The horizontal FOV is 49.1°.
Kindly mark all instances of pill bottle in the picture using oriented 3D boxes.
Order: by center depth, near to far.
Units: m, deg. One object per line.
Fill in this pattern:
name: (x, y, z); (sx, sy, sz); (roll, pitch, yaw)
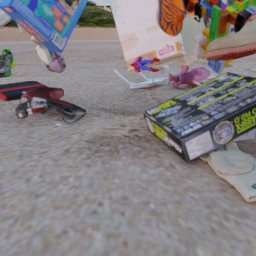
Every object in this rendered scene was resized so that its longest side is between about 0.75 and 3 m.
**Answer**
pill bottle: (3.268, -4.139, 10.050); (1.270, 1.270, 2.263); (-22, 67, -45)

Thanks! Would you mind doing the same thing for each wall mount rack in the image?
wall mount rack: (0.692, -2.507, 13.468); (2.225, 0.955, 2.561); (4, 18, 38)

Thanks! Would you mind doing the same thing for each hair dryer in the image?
hair dryer: (-2.578, -0.749, 9.554); (2.124, 0.758, 2.789); (8, 26, -15)

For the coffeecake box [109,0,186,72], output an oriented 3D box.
coffeecake box: (0.607, -3.066, 8.611); (1.724, 2.246, 0.821); (-14, 2, 25)

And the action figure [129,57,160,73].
action figure: (0.393, -1.771, 7.856); (0.348, 0.441, 1.348); (-1, 11, -25)

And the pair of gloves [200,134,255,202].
pair of gloves: (2.861, 0.735, 5.764); (2.260, 0.396, 1.922); (-12, 27, -12)

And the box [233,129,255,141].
box: (2.721, -0.106, 7.735); (1.003, 0.549, 1.136); (-7, 23, -16)

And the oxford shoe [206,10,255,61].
oxford shoe: (1.974, -1.527, 4.201); (1.953, 0.730, 0.688); (-21, 8, -12)

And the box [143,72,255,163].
box: (2.105, -0.441, 7.107); (2.882, 0.638, 2.309); (-26, 24, -9)

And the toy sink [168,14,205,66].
toy sink: (1.788, -3.599, 9.941); (1.291, 2.304, 1.502); (-33, 27, -9)

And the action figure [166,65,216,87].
action figure: (2.696, -2.215, 12.965); (2.070, 1.386, 1.541); (-11, 51, -29)

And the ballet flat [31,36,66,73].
ballet flat: (-2.276, -2.245, 7.660); (0.592, 1.714, 0.610); (-37, -18, 30)

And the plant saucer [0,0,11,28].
plant saucer: (-3.816, -3.459, 8.100); (1.701, 0.427, 1.701); (-14, 54, 19)

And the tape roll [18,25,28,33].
tape roll: (-2.760, -3.775, 9.749); (2.152, 0.393, 2.152); (-14, 18, 5)

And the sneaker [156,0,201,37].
sneaker: (1.169, -2.679, 6.499); (0.699, 1.801, 1.009); (-43, 59, -4)

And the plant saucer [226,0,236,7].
plant saucer: (3.553, -2.852, 6.392); (2.547, 0.458, 2.547); (25, 2, -1)

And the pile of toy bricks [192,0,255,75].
pile of toy bricks: (2.032, -2.125, 5.173); (1.150, 2.330, 1.293); (-28, 57, -12)

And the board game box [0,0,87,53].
board game box: (-1.821, -3.201, 6.721); (0.489, 2.175, 1.654); (14, -16, 36)

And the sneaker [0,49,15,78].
sneaker: (-4.323, -2.211, 9.600); (0.587, 0.641, 1.505); (-4, 42, -8)

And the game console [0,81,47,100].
game console: (-4.574, -1.613, 12.105); (2.067, 0.321, 1.828); (-18, 32, -37)
